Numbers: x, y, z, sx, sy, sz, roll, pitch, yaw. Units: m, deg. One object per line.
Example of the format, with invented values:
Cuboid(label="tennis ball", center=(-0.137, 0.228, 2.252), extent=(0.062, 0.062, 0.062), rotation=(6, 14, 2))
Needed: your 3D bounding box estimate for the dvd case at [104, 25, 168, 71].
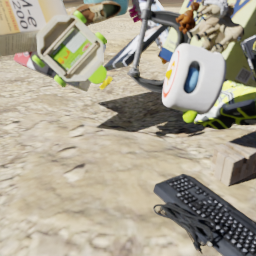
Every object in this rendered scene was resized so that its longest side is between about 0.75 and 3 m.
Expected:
Cuboid(label="dvd case", center=(0.135, -2.287, 8.111), extent=(1.569, 0.193, 2.200), rotation=(-45, 19, -8))

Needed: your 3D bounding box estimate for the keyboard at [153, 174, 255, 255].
Cuboid(label="keyboard", center=(1.590, 1.670, 5.346), extent=(1.425, 0.543, 2.738), rotation=(-18, 32, -30))

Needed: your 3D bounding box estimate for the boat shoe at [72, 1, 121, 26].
Cuboid(label="boat shoe", center=(-1.007, -3.838, 9.281), extent=(1.810, 0.685, 0.668), rotation=(-33, 33, -27))

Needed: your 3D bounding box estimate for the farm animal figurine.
Cuboid(label="farm animal figurine", center=(1.349, -1.737, 4.408), extent=(0.708, 1.137, 1.408), rotation=(-34, -2, 3))

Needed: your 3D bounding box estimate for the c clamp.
Cuboid(label="c clamp", center=(0.470, -1.686, 5.749), extent=(1.602, 1.876, 0.254), rotation=(6, 16, -2))

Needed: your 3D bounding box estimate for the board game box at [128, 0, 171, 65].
Cuboid(label="board game box", center=(0.641, -4.018, 10.094), extent=(0.374, 2.890, 2.890), rotation=(-31, 73, 2))

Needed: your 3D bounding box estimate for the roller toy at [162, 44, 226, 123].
Cuboid(label="roller toy", center=(0.847, -0.667, 3.842), extent=(0.680, 0.888, 0.973), rotation=(14, 53, -5))

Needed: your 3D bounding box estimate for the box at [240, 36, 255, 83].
Cuboid(label="box", center=(3.177, -1.475, 5.558), extent=(1.479, 1.192, 0.363), rotation=(-23, 9, 10))

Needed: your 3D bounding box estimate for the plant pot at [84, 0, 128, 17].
Cuboid(label="plant pot", center=(-0.923, -4.803, 10.379), extent=(1.233, 1.537, 1.537), rotation=(-26, 36, -16))

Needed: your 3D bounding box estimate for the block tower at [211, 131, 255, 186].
Cuboid(label="block tower", center=(3.233, 0.585, 7.111), extent=(2.592, 0.749, 0.700), rotation=(-15, 33, -28))

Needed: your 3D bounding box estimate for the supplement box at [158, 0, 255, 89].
Cuboid(label="supplement box", center=(2.808, -2.494, 7.330), extent=(2.764, 2.761, 1.855), rotation=(5, 29, -46))

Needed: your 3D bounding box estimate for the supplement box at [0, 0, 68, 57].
Cuboid(label="supplement box", center=(-3.132, -2.879, 7.067), extent=(2.879, 1.815, 1.059), rotation=(-19, -7, -27))

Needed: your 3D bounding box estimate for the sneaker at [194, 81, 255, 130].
Cuboid(label="sneaker", center=(2.046, -0.532, 5.426), extent=(0.878, 0.890, 2.329), rotation=(17, -9, -17))

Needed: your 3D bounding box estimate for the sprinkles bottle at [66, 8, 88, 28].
Cuboid(label="sprinkles bottle", center=(-1.761, -3.640, 10.415), extent=(0.576, 1.688, 0.576), rotation=(-6, 65, 13))

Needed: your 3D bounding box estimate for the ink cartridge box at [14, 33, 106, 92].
Cuboid(label="ink cartridge box", center=(-2.037, -2.290, 8.575), extent=(2.251, 1.652, 0.933), rotation=(24, 1, 11))

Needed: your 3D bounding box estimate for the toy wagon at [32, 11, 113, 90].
Cuboid(label="toy wagon", center=(-1.231, -1.721, 6.801), extent=(1.574, 2.028, 0.401), rotation=(-47, 7, 0))
